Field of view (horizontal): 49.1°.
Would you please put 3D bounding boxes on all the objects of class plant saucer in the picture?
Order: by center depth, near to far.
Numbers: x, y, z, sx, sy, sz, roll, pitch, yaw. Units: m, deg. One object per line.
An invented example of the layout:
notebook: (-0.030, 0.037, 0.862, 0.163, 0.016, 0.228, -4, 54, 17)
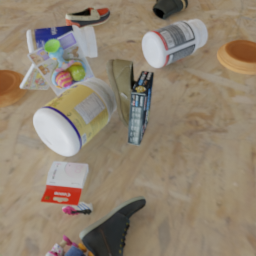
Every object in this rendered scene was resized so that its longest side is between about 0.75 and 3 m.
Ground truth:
plant saucer: (-4.945, -1.601, 10.766, 2.074, 0.388, 2.074, 0, 48, 0)
plant saucer: (5.045, -3.164, 12.119, 2.260, 0.423, 2.260, 0, 48, 0)

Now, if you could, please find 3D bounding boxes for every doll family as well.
doll family: (-1.164, 3.419, 5.773, 2.719, 1.225, 1.688, 28, 54, 22)

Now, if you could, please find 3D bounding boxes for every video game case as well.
video game case: (-2.993, -1.739, 9.598, 1.054, 1.158, 0.133, -6, 59, -50)

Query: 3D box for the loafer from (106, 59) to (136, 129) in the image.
loafer: (0.056, -0.958, 8.530, 0.819, 2.427, 0.923, -11, 30, 19)

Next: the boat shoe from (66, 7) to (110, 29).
boat shoe: (-1.966, -5.612, 14.026, 2.556, 0.800, 0.910, -29, 53, -25)

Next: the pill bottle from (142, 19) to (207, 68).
pill bottle: (1.997, -3.619, 11.816, 2.560, 1.483, 1.483, -26, 54, -22)

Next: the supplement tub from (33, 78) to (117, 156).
supplement tub: (-1.573, -0.414, 8.812, 1.683, 1.683, 2.315, 26, 49, 21)

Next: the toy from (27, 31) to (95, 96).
toy: (-1.961, -1.769, 9.234, 1.530, 2.657, 0.627, -30, 61, -4)

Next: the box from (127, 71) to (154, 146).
box: (0.350, -0.546, 7.666, 0.378, 1.641, 1.304, 11, 37, 10)

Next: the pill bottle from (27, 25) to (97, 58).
pill bottle: (-2.681, -3.406, 11.602, 2.642, 1.529, 1.529, -10, 49, -11)

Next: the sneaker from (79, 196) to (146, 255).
sneaker: (-0.147, 2.566, 6.988, 1.907, 0.713, 1.013, -30, 64, -20)

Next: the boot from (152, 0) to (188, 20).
boot: (1.618, -6.854, 15.044, 1.846, 1.034, 2.669, -38, 58, -23)

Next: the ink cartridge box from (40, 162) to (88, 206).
ink cartridge box: (-1.772, 1.522, 7.908, 1.069, 0.375, 1.315, 4, 33, 4)

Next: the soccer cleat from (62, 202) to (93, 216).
soccer cleat: (-1.353, 2.159, 7.561, 0.805, 0.281, 0.348, 3, 36, -2)
